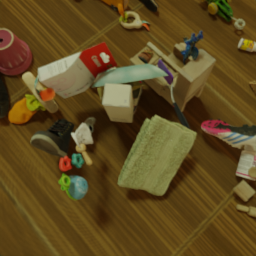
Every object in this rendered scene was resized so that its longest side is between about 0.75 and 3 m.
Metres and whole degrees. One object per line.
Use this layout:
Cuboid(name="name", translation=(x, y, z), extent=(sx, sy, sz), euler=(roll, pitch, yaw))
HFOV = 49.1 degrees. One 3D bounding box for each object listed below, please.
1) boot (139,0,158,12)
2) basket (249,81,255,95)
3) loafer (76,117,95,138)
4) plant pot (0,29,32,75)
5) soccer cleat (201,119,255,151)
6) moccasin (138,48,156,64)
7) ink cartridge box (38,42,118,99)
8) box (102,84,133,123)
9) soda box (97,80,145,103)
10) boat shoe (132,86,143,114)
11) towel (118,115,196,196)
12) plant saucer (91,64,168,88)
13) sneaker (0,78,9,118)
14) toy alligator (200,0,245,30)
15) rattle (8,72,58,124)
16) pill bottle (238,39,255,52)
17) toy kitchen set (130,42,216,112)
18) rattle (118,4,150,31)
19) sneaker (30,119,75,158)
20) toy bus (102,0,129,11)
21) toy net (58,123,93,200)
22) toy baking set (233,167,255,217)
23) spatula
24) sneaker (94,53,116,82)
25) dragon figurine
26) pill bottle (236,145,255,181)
Cuboid(name="boot", translation=(1.145, -6.146, 13.012), extent=(1.056, 0.592, 1.527), euler=(-36, 75, -17))
Cuboid(name="basket", translation=(5.543, -1.814, 11.402), extent=(0.885, 0.632, 0.660), euler=(-18, 72, -7))
Cuboid(name="loafer", translation=(-1.497, 0.017, 10.463), extent=(0.454, 0.455, 1.302), euler=(20, 36, 10))
Cuboid(name="plant pot", translation=(-4.936, -3.203, 11.483), extent=(1.589, 1.422, 1.589), euler=(0, 70, 0))
Cuboid(name="soccer cleat", translation=(3.613, 0.297, 10.025), extent=(2.161, 0.933, 0.755), euler=(13, 39, 43))
Cuboid(name="moccasin", translation=(0.712, -2.644, 10.213), extent=(0.503, 1.376, 0.531), euler=(41, 111, 1))
Cuboid(name="ink cartridge box", translation=(-1.523, -1.785, 9.191), extent=(2.243, 1.823, 0.640), euler=(-16, 76, 8))
Cuboid(name="box", translation=(-0.279, -0.761, 9.312), extent=(0.862, 2.098, 0.717), euler=(5, 78, 3))
Cuboid(name="soda box", translation=(-0.305, -1.557, 10.583), extent=(0.654, 1.930, 0.618), euler=(-16, 87, -44))
Cuboid(name="boat shoe", translation=(0.187, -1.153, 11.251), extent=(0.546, 0.480, 1.535), euler=(23, 73, 6))
Cuboid(name="towel", translation=(0.950, 1.004, 9.281), extent=(2.015, 0.495, 2.716), euler=(19, 108, -26))
Cuboid(name="plant saucer", translation=(0.012, -1.889, 9.948), extent=(2.759, 2.759, 0.531), euler=(-10, 100, -4))
Cuboid(name="sneaker", translation=(-5.812, -1.473, 11.125), extent=(1.582, 1.056, 2.761), euler=(-25, 84, 10))
Cuboid(name="toy alligator", translation=(4.157, -5.494, 12.731), extent=(0.973, 0.705, 2.936), euler=(-33, 83, -4))
Cuboid(name="rattle", translation=(-3.559, -0.897, 9.870), extent=(1.990, 2.786, 1.814), euler=(-23, 113, -12))
Cuboid(name="pill bottle", translation=(5.214, -3.562, 12.137), extent=(0.774, 0.423, 0.423), euler=(18, 71, 6))
Cuboid(name="toy kitchen set", translation=(1.904, -2.757, 10.593), extent=(2.414, 2.670, 2.959), euler=(-42, 75, -11))
Cuboid(name="rattle", translation=(0.310, -4.914, 12.355), extent=(1.416, 1.012, 0.922), euler=(26, 54, 15))
Cuboid(name="sneaker", translation=(-2.466, 0.160, 9.328), extent=(0.903, 2.416, 1.283), euler=(14, 75, 2))
Cuboid(name="toy bus", translation=(-1.134, -6.615, 12.965), extent=(2.880, 0.937, 1.127), euler=(36, 73, 12))
Cuboid(name="toy net", translation=(-1.604, 0.869, 8.325), extent=(0.459, 1.246, 2.375), euler=(-23, 52, 30))
Cuboid(name="toy baking set", translation=(5.041, 2.305, 9.596), extent=(2.643, 0.308, 2.029), euler=(21, 103, 5))
Cuboid(name="spatula", translation=(1.651, -1.108, 10.076), extent=(0.295, 0.812, 2.874), euler=(-16, 77, -5))
Cuboid(name="sneaker", translation=(-0.829, -2.294, 10.754), extent=(1.204, 2.083, 0.768), euler=(-3, 82, -25))
Cuboid(name="dragon figurine", translation=(1.965, -2.422, 8.909), extent=(0.438, 1.490, 0.741), euler=(4, 38, -8))
Cuboid(name="pill bottle", translation=(4.399, 1.223, 10.133), extent=(0.694, 0.694, 1.224), euler=(15, 88, 5))
